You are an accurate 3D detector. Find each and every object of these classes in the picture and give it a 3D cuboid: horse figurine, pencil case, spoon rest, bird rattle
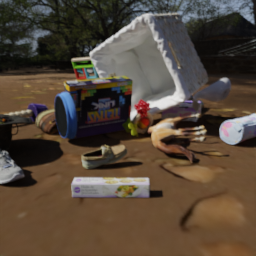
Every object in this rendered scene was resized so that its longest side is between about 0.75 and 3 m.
[{"bbox_3d":[1.296,0.177,7.993,1.759,0.663,2.654,-9,18,12],"label":"horse figurine"},{"bbox_3d":[3.603,0.015,8.579,1.787,0.743,0.810,-12,-10,-36],"label":"pencil case"},{"bbox_3d":[3.321,-1.335,11.196,2.164,1.075,0.656,-26,49,-28],"label":"spoon rest"},{"bbox_3d":[0.396,-0.273,9.061,0.957,1.174,0.661,29,3,-43],"label":"bird rattle"}]

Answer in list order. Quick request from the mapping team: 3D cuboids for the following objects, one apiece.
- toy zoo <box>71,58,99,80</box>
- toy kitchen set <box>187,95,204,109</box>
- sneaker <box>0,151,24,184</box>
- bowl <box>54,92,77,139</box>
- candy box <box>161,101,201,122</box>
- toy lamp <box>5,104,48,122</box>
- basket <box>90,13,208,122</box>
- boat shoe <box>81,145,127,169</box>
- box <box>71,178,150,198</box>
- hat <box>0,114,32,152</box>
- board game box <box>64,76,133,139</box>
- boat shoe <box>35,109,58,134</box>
[{"bbox_3d":[-1.965,-2.442,13.503,1.217,1.855,0.190,3,31,27],"label":"toy zoo"},{"bbox_3d":[3.113,-1.287,14.553,0.844,1.148,1.433,-4,51,-15],"label":"toy kitchen set"},{"bbox_3d":[-2.711,0.769,5.927,1.432,0.587,0.535,12,18,40],"label":"sneaker"},{"bbox_3d":[-1.870,-0.344,8.251,0.273,1.390,1.390,-10,17,-29],"label":"bowl"},{"bbox_3d":[2.297,-0.749,11.938,1.437,0.613,1.713,5,14,18],"label":"candy box"},{"bbox_3d":[-4.247,-0.471,10.617,0.762,0.762,2.618,11,17,38],"label":"toy lamp"},{"bbox_3d":[0.822,-2.178,10.091,2.992,2.965,2.406,-19,11,44],"label":"basket"},{"bbox_3d":[-0.549,0.615,6.492,1.096,0.364,0.406,-21,33,-13],"label":"boat shoe"},{"bbox_3d":[-0.312,1.110,5.203,1.430,0.277,0.296,0,14,1],"label":"box"},{"bbox_3d":[-3.793,0.196,7.393,2.555,1.031,2.555,6,7,-1],"label":"hat"},{"bbox_3d":[-0.929,-0.680,8.985,2.105,1.740,0.597,-11,28,-25],"label":"board game box"},{"bbox_3d":[-2.062,-0.413,9.957,2.337,0.841,0.789,-29,51,-33],"label":"boat shoe"}]
